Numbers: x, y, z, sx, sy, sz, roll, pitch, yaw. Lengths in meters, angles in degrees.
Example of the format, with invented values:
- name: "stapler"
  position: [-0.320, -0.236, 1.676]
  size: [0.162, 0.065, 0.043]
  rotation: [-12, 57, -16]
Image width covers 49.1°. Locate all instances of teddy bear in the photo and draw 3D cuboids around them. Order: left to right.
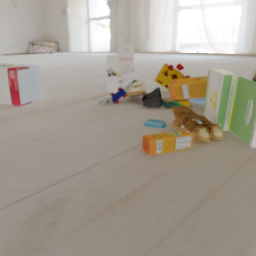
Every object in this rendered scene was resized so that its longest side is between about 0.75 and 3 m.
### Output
- name: "teddy bear"
  position: [2.223, -0.057, 9.404]
  size: [1.505, 0.693, 2.076]
  rotation: [-22, 37, -36]

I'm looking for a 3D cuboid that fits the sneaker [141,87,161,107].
- name: "sneaker"
  position: [1.113, -1.437, 13.201]
  size: [0.913, 0.764, 2.012]
  rotation: [-8, 13, 12]

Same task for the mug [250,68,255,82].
- name: "mug"
  position: [6.212, -2.003, 13.416]
  size: [1.723, 1.295, 1.941]
  rotation: [-30, -15, 10]

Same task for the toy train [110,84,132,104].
- name: "toy train"
  position: [-0.284, -1.721, 13.588]
  size: [1.300, 0.550, 0.752]
  rotation: [-36, 7, 2]

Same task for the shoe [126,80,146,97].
- name: "shoe"
  position: [0.372, -2.039, 14.224]
  size: [0.988, 0.754, 2.826]
  rotation: [-8, 11, 2]

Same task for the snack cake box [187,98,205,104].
- name: "snack cake box"
  position: [4.121, -1.768, 13.675]
  size: [2.878, 0.967, 1.655]
  rotation: [15, 23, 35]

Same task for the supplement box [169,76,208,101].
- name: "supplement box"
  position: [3.064, -1.739, 12.091]
  size: [2.444, 0.841, 0.813]
  rotation: [-3, 26, 28]

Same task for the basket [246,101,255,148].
- name: "basket"
  position: [4.496, -0.347, 8.538]
  size: [1.380, 1.700, 1.716]
  rotation: [9, 20, 13]

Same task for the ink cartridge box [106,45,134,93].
- name: "ink cartridge box"
  position: [-0.431, -3.364, 15.851]
  size: [0.874, 2.578, 1.484]
  rotation: [15, 23, 36]

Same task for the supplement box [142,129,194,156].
- name: "supplement box"
  position: [1.165, 0.404, 8.136]
  size: [1.472, 0.506, 0.490]
  rotation: [-6, 22, -23]

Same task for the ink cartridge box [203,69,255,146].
- name: "ink cartridge box"
  position: [3.317, -0.807, 9.388]
  size: [0.647, 1.962, 2.697]
  rotation: [1, 20, -4]

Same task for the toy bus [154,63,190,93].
- name: "toy bus"
  position: [2.531, -2.526, 15.592]
  size: [2.225, 2.099, 1.150]
  rotation: [19, 70, 45]

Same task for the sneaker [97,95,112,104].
- name: "sneaker"
  position: [-1.095, -1.258, 13.133]
  size: [0.779, 0.320, 0.291]
  rotation: [-22, -14, 24]

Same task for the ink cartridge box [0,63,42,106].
- name: "ink cartridge box"
  position: [-5.792, -2.180, 13.697]
  size: [2.418, 1.749, 1.757]
  rotation: [6, 20, 16]

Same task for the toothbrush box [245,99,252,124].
- name: "toothbrush box"
  position: [5.440, -0.771, 10.619]
  size: [2.316, 0.997, 1.686]
  rotation: [3, 20, 3]

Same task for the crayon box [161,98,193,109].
- name: "crayon box"
  position: [2.239, -1.154, 12.880]
  size: [1.331, 0.343, 0.837]
  rotation: [-5, 20, -15]

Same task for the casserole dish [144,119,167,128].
- name: "casserole dish"
  position: [0.999, -0.168, 10.296]
  size: [0.871, 0.169, 0.528]
  rotation: [10, 21, 24]
